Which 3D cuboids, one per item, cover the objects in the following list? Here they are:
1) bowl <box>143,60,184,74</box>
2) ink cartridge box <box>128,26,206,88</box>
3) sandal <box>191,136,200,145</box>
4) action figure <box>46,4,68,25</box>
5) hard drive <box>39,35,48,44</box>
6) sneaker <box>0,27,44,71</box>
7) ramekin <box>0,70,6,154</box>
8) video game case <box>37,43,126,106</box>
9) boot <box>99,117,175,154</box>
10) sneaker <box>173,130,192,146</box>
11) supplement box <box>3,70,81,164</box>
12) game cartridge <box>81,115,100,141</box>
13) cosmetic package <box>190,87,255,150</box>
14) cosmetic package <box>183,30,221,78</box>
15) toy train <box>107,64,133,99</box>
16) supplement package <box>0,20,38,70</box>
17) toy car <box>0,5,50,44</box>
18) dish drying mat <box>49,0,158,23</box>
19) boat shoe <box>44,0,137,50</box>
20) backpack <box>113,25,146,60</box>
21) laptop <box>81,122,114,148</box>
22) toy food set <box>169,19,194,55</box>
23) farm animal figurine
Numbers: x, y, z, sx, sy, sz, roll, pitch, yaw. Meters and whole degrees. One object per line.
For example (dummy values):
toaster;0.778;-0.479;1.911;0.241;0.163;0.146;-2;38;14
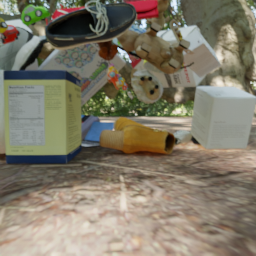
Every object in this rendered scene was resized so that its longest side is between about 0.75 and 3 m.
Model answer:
bowl;1.091;-2.127;8.400;1.228;0.661;1.228;8;-6;1
ink cartridge box;1.491;-2.674;10.992;2.707;1.987;1.122;5;40;39
sandal;2.866;0.377;11.042;0.782;0.440;2.056;0;4;-2
action figure;-2.382;-3.437;8.969;0.372;1.140;0.564;10;30;-52
hard drive;-3.531;-3.878;12.191;1.419;0.233;0.990;-2;32;26
sneaker;-4.035;-2.092;9.372;1.116;2.815;1.040;39;10;-10
ramekin;-3.653;-0.448;7.768;1.322;2.518;2.518;0;4;0
video game case;-1.754;-2.205;10.461;2.403;2.640;0.313;33;23;-46
boot;0.470;0.318;9.136;2.113;1.039;2.952;6;9;12
sneaker;1.845;0.427;10.397;1.483;0.557;0.601;-5;19;-31
supplement box;-2.217;-0.324;7.756;1.518;2.259;2.262;0;4;-1
game cartridge;-2.503;-0.051;12.628;2.288;0.439;1.483;3;42;38
cosmetic package;3.147;-0.370;9.518;1.500;1.803;1.509;0;21;-8
cosmetic package;2.057;-2.112;8.184;0.760;0.534;1.498;-29;-29;26
toy train;-0.288;-1.131;7.052;0.305;0.823;1.095;-28;-35;11
supplement package;-4.416;-2.466;10.629;1.610;2.656;1.591;-20;43;-26
toy car;-2.799;-2.707;7.093;1.657;0.393;1.761;-23;9;3
dish drying mat;-0.442;-2.141;5.211;1.989;0.181;0.764;-4;40;7
boat shoe;-0.567;-1.671;4.417;1.534;0.574;0.474;-15;1;-7
backpack;0.287;-2.866;9.335;1.572;1.209;1.283;10;26;8
laptop;-1.421;0.216;10.491;1.366;0.846;1.459;3;5;44
toy food set;1.383;-2.276;7.064;0.260;0.860;0.617;-27;-7;26
farm animal figurine;0.454;-2.180;6.658;2.457;2.485;1.296;45;-5;-7
